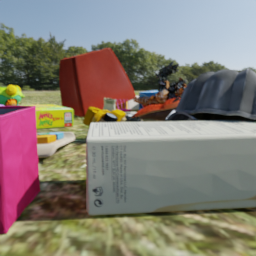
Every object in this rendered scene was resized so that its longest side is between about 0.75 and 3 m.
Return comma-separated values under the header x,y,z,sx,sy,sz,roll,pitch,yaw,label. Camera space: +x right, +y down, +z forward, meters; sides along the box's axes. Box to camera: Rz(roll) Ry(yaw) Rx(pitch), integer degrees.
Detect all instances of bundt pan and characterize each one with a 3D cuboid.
x,y,z,sx,sy,sz,roll,pitch,yaw,label
2.059,-0.307,5.064,2.506,0.940,2.506,13,-9,2,bundt pan

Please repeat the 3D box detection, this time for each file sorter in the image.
x,y,z,sx,sy,sz,roll,pitch,yaw,label
-0.428,-0.912,11.810,0.816,0.512,0.567,-4,-8,-36,file sorter

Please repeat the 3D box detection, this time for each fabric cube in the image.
x,y,z,sx,sy,sz,roll,pitch,yaw,label
-1.695,0.364,3.068,1.124,1.142,1.145,1,9,-2,fabric cube

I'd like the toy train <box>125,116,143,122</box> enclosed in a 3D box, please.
x,y,z,sx,sy,sz,roll,pitch,yaw,label
0.059,-0.258,9.636,0.329,0.245,1.436,45,-16,-28,toy train

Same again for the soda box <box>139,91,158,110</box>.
x,y,z,sx,sy,sz,roll,pitch,yaw,label
1.329,-1.262,13.540,0.960,1.015,2.992,3,10,18,soda box

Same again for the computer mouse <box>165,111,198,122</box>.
x,y,z,sx,sy,sz,roll,pitch,yaw,label
0.931,0.179,4.443,1.091,0.766,0.251,27,25,-19,computer mouse

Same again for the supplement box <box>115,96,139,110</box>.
x,y,z,sx,sy,sz,roll,pitch,yaw,label
-0.041,-1.334,14.969,1.214,0.708,1.927,6,11,34,supplement box

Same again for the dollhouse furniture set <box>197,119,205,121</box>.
x,y,z,sx,sy,sz,roll,pitch,yaw,label
1.134,0.225,5.419,1.021,0.666,0.964,-4,10,-21,dollhouse furniture set

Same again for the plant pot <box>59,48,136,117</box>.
x,y,z,sx,sy,sz,roll,pitch,yaw,label
-1.681,-2.221,12.979,2.801,2.468,2.798,-22,19,-26,plant pot

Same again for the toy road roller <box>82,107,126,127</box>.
x,y,z,sx,sy,sz,roll,pitch,yaw,label
-0.621,-0.180,7.081,0.811,0.682,1.111,29,16,14,toy road roller

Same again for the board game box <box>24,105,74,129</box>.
x,y,z,sx,sy,sz,roll,pitch,yaw,label
-2.926,-0.448,9.839,1.243,0.583,2.447,-5,11,-30,board game box

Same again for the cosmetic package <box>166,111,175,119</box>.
x,y,z,sx,sy,sz,roll,pitch,yaw,label
1.993,-0.120,7.828,1.680,0.576,2.228,4,10,14,cosmetic package

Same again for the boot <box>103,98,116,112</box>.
x,y,z,sx,sy,sz,roll,pitch,yaw,label
-0.911,-0.756,10.929,1.078,0.834,0.389,6,17,32,boot

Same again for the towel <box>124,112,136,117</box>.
x,y,z,sx,sy,sz,roll,pitch,yaw,label
-0.039,-0.527,11.260,0.857,0.223,1.294,-5,5,-45,towel

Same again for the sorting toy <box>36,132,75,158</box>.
x,y,z,sx,sy,sz,roll,pitch,yaw,label
-2.108,0.277,5.836,1.670,0.329,1.805,-2,8,2,sorting toy

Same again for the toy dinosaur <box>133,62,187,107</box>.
x,y,z,sx,sy,sz,roll,pitch,yaw,label
1.591,-1.390,11.072,2.942,1.996,1.503,8,-34,11,toy dinosaur

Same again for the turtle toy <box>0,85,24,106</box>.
x,y,z,sx,sy,sz,roll,pitch,yaw,label
-6.515,-1.471,14.045,2.511,1.269,1.830,-3,8,-12,turtle toy

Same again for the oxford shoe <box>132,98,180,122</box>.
x,y,z,sx,sy,sz,roll,pitch,yaw,label
1.058,-0.459,10.086,1.997,0.724,0.711,-13,21,28,oxford shoe

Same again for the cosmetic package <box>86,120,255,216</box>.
x,y,z,sx,sy,sz,roll,pitch,yaw,label
0.711,0.412,3.575,2.433,0.865,1.280,-1,9,-4,cosmetic package

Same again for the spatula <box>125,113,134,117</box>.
x,y,z,sx,sy,sz,roll,pitch,yaw,label
-0.260,-0.349,8.607,0.939,0.108,1.350,-7,3,1,spatula
